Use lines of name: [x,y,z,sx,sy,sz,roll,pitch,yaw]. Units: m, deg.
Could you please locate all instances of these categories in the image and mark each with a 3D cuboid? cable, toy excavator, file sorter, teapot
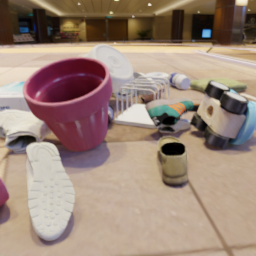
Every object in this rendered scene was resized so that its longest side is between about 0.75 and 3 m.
cable: [1.691,-2.864,16.214,1.416,0.490,1.416,-12,24,-29]
toy excavator: [3.489,-0.448,8.794,2.941,1.469,2.859,11,25,-17]
file sorter: [0.577,-1.005,10.132,1.473,1.322,2.123,7,22,20]
teapot: [-0.937,-2.199,11.605,2.175,1.609,2.203,-14,67,-46]

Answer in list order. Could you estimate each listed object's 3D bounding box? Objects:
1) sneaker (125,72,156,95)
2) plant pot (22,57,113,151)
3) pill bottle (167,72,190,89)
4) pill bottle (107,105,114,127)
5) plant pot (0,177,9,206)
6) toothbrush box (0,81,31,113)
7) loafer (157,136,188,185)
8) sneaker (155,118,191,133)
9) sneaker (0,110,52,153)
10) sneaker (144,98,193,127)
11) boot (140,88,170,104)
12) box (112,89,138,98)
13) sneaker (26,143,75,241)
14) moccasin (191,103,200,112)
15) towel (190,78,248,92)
sneaker: [0.406,-2.386,13.996,2.781,1.063,1.120,26,29,36]
plant pot: [-1.386,-0.520,7.431,2.153,1.927,2.153,-6,43,5]
pill bottle: [2.680,-2.484,14.847,0.752,0.752,1.300,-9,23,-21]
pill bottle: [-0.803,-0.424,9.579,0.609,0.609,1.088,2,21,7]
plant pot: [-2.958,1.086,4.847,1.328,1.328,1.188,18,43,39]
toothbrush box: [-3.850,-0.952,10.171,1.844,1.074,2.519,-1,20,8]
loafer: [1.101,0.602,6.743,0.769,0.682,2.022,0,21,0]
sneaker: [1.463,-0.014,8.919,1.193,0.436,0.422,-3,45,-10]
sneaker: [-3.274,0.100,7.882,2.269,0.836,1.311,-4,27,17]
sneaker: [1.369,-0.435,8.651,1.975,0.789,0.705,-9,-16,-38]
boot: [1.130,-1.413,12.317,1.184,0.515,1.424,0,24,-7]
box: [-0.142,-1.618,13.270,0.825,0.239,1.037,15,25,34]
sneaker: [-1.507,1.202,5.198,0.781,0.823,2.045,5,37,-25]
moccasin: [2.632,-0.813,11.049,0.960,0.351,0.371,-4,27,15]
towel: [4.638,-2.163,14.419,2.531,0.462,1.878,-8,23,-23]
